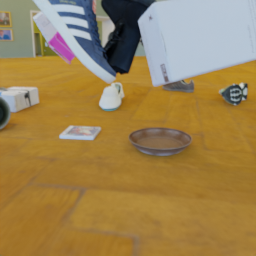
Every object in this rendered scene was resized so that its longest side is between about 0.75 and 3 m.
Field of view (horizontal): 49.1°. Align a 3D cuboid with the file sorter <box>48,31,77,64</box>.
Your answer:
[{"bbox_3d":[-2.007,-3.218,10.163,1.055,1.517,0.952,40,11,-28],"label":"file sorter"}]

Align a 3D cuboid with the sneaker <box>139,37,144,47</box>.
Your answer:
[{"bbox_3d":[0.681,-3.647,11.103,0.546,0.629,1.420,42,8,-6],"label":"sneaker"}]

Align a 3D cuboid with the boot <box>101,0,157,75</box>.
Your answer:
[{"bbox_3d":[-0.342,-2.253,6.640,0.803,1.767,2.102,20,10,-40],"label":"boot"}]

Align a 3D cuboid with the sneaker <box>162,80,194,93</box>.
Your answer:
[{"bbox_3d":[2.923,-2.524,16.281,1.959,0.740,0.690,11,21,30],"label":"sneaker"}]

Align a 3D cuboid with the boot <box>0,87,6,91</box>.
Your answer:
[{"bbox_3d":[-6.403,-1.477,13.322,1.903,0.759,2.093,9,13,19],"label":"boot"}]

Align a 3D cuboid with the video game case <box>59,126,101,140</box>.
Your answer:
[{"bbox_3d":[-1.524,0.149,9.036,1.081,0.124,0.985,3,18,8],"label":"video game case"}]

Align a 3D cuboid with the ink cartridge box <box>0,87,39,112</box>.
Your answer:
[{"bbox_3d":[-5.044,-1.303,12.476,1.302,0.758,1.800,5,19,14],"label":"ink cartridge box"}]

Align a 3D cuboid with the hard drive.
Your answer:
[{"bbox_3d":[-3.046,-4.058,11.286,0.996,1.510,0.198,-44,58,-13],"label":"hard drive"}]

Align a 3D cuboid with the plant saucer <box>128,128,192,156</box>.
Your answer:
[{"bbox_3d":[0.893,0.398,7.949,1.784,0.326,1.784,0,19,0],"label":"plant saucer"}]

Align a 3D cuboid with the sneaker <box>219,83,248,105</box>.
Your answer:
[{"bbox_3d":[4.878,-1.610,13.486,1.150,0.998,2.595,1,8,40],"label":"sneaker"}]

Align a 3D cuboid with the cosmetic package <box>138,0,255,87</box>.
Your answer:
[{"bbox_3d":[1.808,-1.926,5.787,2.923,1.486,1.082,-15,7,-14],"label":"cosmetic package"}]

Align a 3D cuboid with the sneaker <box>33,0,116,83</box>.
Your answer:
[{"bbox_3d":[-0.830,-2.015,5.327,1.024,2.423,0.908,-38,6,4],"label":"sneaker"}]

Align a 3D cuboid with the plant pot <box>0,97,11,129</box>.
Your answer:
[{"bbox_3d":[-4.688,-0.493,9.591,1.254,1.254,1.088,-7,3,-22],"label":"plant pot"}]

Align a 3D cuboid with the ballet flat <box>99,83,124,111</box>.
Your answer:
[{"bbox_3d":[-0.750,-1.561,13.004,0.993,0.993,2.861,2,18,7],"label":"ballet flat"}]
